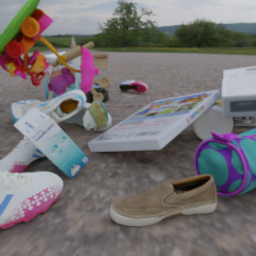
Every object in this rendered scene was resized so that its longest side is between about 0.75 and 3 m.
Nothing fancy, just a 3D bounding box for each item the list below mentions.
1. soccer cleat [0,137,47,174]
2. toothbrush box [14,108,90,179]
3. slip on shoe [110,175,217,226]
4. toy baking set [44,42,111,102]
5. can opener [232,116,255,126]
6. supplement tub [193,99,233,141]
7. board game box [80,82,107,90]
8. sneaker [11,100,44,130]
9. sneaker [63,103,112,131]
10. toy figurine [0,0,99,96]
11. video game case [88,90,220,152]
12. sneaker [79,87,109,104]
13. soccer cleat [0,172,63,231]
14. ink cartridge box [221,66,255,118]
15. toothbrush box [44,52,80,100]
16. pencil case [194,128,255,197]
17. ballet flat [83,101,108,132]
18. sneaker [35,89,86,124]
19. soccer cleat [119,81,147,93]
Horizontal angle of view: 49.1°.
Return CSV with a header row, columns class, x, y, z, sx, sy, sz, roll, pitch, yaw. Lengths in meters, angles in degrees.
class,x,y,z,sx,sy,sz,roll,pitch,yaw
soccer cleat,-2.116,0.459,5.722,0.537,0.664,1.538,7,19,25
toothbrush box,-1.429,0.283,5.270,0.525,1.230,0.901,-48,36,-15
slip on shoe,0.555,1.041,4.201,1.667,0.505,0.634,-3,18,-9
toy baking set,-1.845,-1.592,9.301,2.796,2.146,0.325,-21,-16,10
can opener,3.043,-0.179,8.327,1.404,0.469,0.374,0,59,15
supplement tub,2.251,-0.249,7.410,0.956,0.956,1.315,6,19,17
board game box,-1.682,-2.055,13.773,1.354,0.418,1.354,-15,23,-37
sneaker,-2.988,-0.475,8.451,0.784,0.743,1.941,-5,20,-6
sneaker,-1.167,-0.446,8.262,2.075,0.758,0.735,14,32,39
toy figurine,-2.226,-1.801,7.916,2.622,2.848,2.138,39,29,-24
video game case,0.697,-0.200,6.736,2.067,0.260,2.886,-6,20,44
sneaker,-1.336,-1.264,10.953,1.007,0.672,1.757,-3,12,11
soccer cleat,-1.865,0.912,3.845,0.791,0.977,2.264,15,23,38
ink cartridge box,3.266,-0.961,6.684,1.923,0.675,2.365,-3,20,21
toothbrush box,-2.560,-1.960,11.007,0.780,1.829,1.339,16,28,23
pencil case,2.400,0.413,5.102,2.475,1.144,1.053,-13,24,-32
ballet flat,-0.748,-0.182,6.153,0.563,0.563,1.594,-2,-6,-7
sneaker,-1.982,-0.420,7.480,1.806,0.691,0.729,-31,18,7
soccer cleat,0.303,-2.000,13.115,1.575,0.550,0.680,8,38,35
